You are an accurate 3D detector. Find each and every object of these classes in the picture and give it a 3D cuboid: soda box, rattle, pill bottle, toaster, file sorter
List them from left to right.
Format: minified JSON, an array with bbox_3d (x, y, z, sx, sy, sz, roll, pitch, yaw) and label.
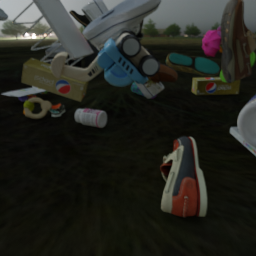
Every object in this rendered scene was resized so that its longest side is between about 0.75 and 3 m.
[{"bbox_3d":[-3.588,-0.719,11.690,1.426,1.018,0.928,-9,64,-23],"label":"rattle"},{"bbox_3d":[-2.608,-3.138,9.785,1.391,2.234,1.550,-29,10,26],"label":"file sorter"},{"bbox_3d":[-1.974,-1.312,7.644,1.697,0.575,0.543,18,32,-4],"label":"soda box"},{"bbox_3d":[-2.659,-2.711,11.942,1.081,1.647,1.821,6,34,8],"label":"toaster"},{"bbox_3d":[-1.412,-0.386,10.523,1.108,0.628,0.628,10,23,25],"label":"pill bottle"},{"bbox_3d":[4.751,-2.280,15.222,2.414,0.818,0.773,-3,21,-7],"label":"soda box"},{"bbox_3d":[4.419,-0.423,8.716,1.489,1.489,2.574,12,24,29],"label":"pill bottle"}]

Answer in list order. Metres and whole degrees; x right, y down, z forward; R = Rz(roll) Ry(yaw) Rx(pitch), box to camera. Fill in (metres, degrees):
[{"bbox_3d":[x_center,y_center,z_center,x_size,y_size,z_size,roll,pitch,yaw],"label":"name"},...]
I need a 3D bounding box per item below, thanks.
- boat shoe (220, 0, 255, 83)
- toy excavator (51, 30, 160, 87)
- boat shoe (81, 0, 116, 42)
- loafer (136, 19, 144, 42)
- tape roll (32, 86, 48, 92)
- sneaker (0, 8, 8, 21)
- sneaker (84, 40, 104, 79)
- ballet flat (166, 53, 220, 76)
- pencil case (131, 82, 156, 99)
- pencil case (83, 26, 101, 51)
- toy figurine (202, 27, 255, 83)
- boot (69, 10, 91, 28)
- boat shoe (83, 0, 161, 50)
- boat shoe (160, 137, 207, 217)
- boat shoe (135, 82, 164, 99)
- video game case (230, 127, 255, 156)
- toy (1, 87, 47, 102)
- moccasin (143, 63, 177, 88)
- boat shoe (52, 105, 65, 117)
[{"bbox_3d":[3.276,-2.535,8.248,0.931,2.594,0.982,-8,45,11],"label":"boat shoe"},{"bbox_3d":[-0.454,-1.253,5.640,1.689,1.642,0.844,-43,23,15],"label":"toy excavator"},{"bbox_3d":[-0.548,-2.474,7.636,0.665,2.034,0.748,-31,3,-3],"label":"boat shoe"},{"bbox_3d":[0.323,-4.065,12.472,0.726,2.079,0.727,28,60,17],"label":"loafer"},{"bbox_3d":[-4.908,-2.287,15.895,1.018,0.356,1.018,0,21,0],"label":"tape roll"},{"bbox_3d":[-3.437,-2.911,7.366,0.419,0.406,1.147,29,12,-33],"label":"sneaker"},{"bbox_3d":[-1.589,-3.545,12.277,1.024,1.454,2.738,8,48,-39],"label":"sneaker"},{"bbox_3d":[2.000,-1.951,8.827,1.698,0.600,0.600,12,20,-5],"label":"ballet flat"},{"bbox_3d":[0.837,-2.026,14.765,0.737,0.678,1.594,-18,28,-27],"label":"pencil case"},{"bbox_3d":[-1.193,-3.448,10.115,0.581,1.315,0.581,-22,35,16],"label":"pencil case"},{"bbox_3d":[3.254,-2.713,9.349,1.652,1.794,1.347,36,-15,-24],"label":"toy figurine"},{"bbox_3d":[-1.308,-3.637,9.045,1.036,0.717,0.401,31,17,-33],"label":"boot"},{"bbox_3d":[-0.075,-2.318,6.201,2.130,0.696,0.784,-7,47,43],"label":"boat shoe"},{"bbox_3d":[1.190,0.994,6.553,0.871,0.991,2.783,0,25,6],"label":"boat shoe"},{"bbox_3d":[0.378,-2.043,9.273,0.775,2.371,0.872,-28,36,19],"label":"boat shoe"},{"bbox_3d":[4.672,0.556,8.592,2.018,0.254,2.818,-1,21,-4],"label":"video game case"},{"bbox_3d":[-4.926,-1.638,13.968,1.287,0.528,2.235,9,24,29],"label":"toy"},{"bbox_3d":[0.421,-1.360,7.242,1.682,0.649,0.615,10,-22,3],"label":"moccasin"},{"bbox_3d":[-2.962,-0.723,11.842,0.357,0.321,1.009,3,21,8],"label":"boat shoe"}]
